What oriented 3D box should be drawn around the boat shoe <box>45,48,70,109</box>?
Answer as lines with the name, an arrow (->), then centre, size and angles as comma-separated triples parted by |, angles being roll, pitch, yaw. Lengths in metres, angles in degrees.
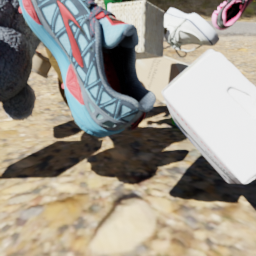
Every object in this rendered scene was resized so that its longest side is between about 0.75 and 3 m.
boat shoe -> -0.988, -0.970, 5.175 | 0.584, 1.584, 0.548 | 17, 45, 31

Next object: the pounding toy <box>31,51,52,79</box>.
pounding toy -> -2.436, -2.004, 7.556 | 1.032, 1.036, 1.805 | 28, 2, -18

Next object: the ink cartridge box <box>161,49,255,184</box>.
ink cartridge box -> 1.222, 0.003, 3.667 | 1.322, 0.770, 1.829 | 50, 4, 18

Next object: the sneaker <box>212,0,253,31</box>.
sneaker -> 2.363, -2.712, 5.771 | 0.602, 1.524, 0.727 | 29, 22, -3

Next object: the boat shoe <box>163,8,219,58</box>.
boat shoe -> 1.554, -2.818, 8.580 | 1.228, 1.064, 2.880 | -45, 37, 9

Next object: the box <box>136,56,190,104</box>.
box -> 0.853, -1.287, 7.088 | 0.856, 1.046, 2.202 | 4, 21, -40

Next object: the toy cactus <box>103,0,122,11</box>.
toy cactus -> -0.916, -2.979, 7.795 | 2.409, 2.920, 1.493 | 42, 8, -16

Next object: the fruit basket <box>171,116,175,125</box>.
fruit basket -> 2.008, -0.433, 8.551 | 1.210, 0.873, 1.210 | -10, 37, 8

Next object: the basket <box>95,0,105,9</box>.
basket -> -0.711, -3.629, 9.570 | 1.494, 1.212, 1.507 | 37, 24, -18

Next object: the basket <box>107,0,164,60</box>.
basket -> 0.153, -1.697, 5.037 | 0.739, 0.919, 0.910 | 6, 9, 31

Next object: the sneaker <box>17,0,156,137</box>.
sneaker -> -0.435, -1.329, 3.921 | 1.382, 2.893, 1.147 | -13, 16, 43

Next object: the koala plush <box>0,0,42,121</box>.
koala plush -> -2.308, -1.520, 5.005 | 2.273, 2.194, 2.474 | -10, 60, 1
